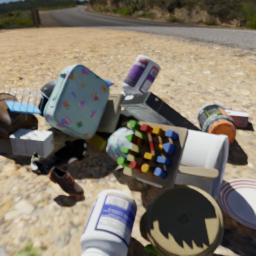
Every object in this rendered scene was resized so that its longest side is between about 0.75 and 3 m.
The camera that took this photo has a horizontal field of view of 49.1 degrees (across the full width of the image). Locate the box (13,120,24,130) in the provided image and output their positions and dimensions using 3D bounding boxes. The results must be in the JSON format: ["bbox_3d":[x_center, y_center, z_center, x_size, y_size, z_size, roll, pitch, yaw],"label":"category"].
[{"bbox_3d":[-4.550,-0.117,11.014,0.922,0.502,0.590,-4,41,-51],"label":"box"}]

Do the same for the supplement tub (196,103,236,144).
[{"bbox_3d":[3.435,-0.130,10.943,1.207,1.207,1.970,1,23,2],"label":"supplement tub"}]

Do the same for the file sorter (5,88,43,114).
[{"bbox_3d":[-3.856,-1.008,10.485,1.109,0.680,0.770,5,26,-42],"label":"file sorter"}]

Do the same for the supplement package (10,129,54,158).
[{"bbox_3d":[-3.466,0.547,10.165,1.299,0.739,0.711,6,26,10],"label":"supplement package"}]

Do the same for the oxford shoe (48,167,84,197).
[{"bbox_3d":[-1.746,1.549,8.014,1.173,0.425,0.417,30,36,2],"label":"oxford shoe"}]

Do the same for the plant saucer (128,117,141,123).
[{"bbox_3d":[0.459,-0.330,12.018,1.081,0.198,1.081,28,11,-6],"label":"plant saucer"}]

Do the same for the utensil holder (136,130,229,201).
[{"bbox_3d":[1.520,0.942,8.075,2.261,1.922,1.922,13,29,28],"label":"utensil holder"}]

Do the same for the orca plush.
[{"bbox_3d":[-2.252,0.757,9.712,2.110,0.750,1.110,-20,32,-35],"label":"orca plush"}]

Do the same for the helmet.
[{"bbox_3d":[-2.696,-1.013,11.585,2.070,1.974,2.070,15,23,-7],"label":"helmet"}]

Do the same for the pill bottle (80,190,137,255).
[{"bbox_3d":[-0.444,2.297,6.030,1.017,1.017,1.700,6,40,13],"label":"pill bottle"}]

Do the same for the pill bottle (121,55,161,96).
[{"bbox_3d":[0.490,-2.236,13.791,1.314,2.359,1.314,31,2,-1],"label":"pill bottle"}]

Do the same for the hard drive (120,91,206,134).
[{"bbox_3d":[1.174,-0.227,9.346,2.676,0.506,1.870,33,-11,-23],"label":"hard drive"}]

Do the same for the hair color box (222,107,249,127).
[{"bbox_3d":[4.438,-0.550,12.656,1.732,0.554,0.960,7,26,11],"label":"hair color box"}]

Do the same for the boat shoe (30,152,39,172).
[{"bbox_3d":[-3.123,1.135,9.392,0.290,0.266,0.777,-1,38,-19],"label":"boat shoe"}]

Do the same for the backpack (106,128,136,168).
[{"bbox_3d":[-0.036,0.630,9.160,1.297,0.994,1.140,33,59,20],"label":"backpack"}]

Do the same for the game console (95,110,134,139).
[{"bbox_3d":[-0.683,-0.228,11.731,1.860,1.636,1.083,13,-17,39],"label":"game console"}]

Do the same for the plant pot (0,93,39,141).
[{"bbox_3d":[-4.566,-0.296,11.004,1.721,1.738,1.738,26,36,31],"label":"plant pot"}]

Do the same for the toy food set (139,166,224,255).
[{"bbox_3d":[1.185,2.132,6.349,1.856,0.540,2.688,5,59,14],"label":"toy food set"}]

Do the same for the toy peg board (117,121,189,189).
[{"bbox_3d":[0.497,0.532,6.664,1.423,1.429,0.699,10,-11,39],"label":"toy peg board"}]

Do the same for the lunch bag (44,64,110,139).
[{"bbox_3d":[-1.873,-1.008,10.377,2.028,2.529,0.975,31,-22,-35],"label":"lunch bag"}]

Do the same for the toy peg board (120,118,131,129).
[{"bbox_3d":[-0.555,-0.138,11.893,1.037,0.510,1.042,-22,33,-31],"label":"toy peg board"}]

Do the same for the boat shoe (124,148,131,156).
[{"bbox_3d":[0.200,0.750,7.445,0.250,0.290,0.798,-18,26,-34],"label":"boat shoe"}]

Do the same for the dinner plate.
[{"bbox_3d":[3.463,2.084,7.586,2.056,0.249,2.056,-1,26,0],"label":"dinner plate"}]

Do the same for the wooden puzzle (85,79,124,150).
[{"bbox_3d":[-0.982,-0.582,11.081,1.857,2.753,0.322,16,-9,42],"label":"wooden puzzle"}]
